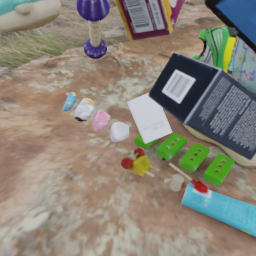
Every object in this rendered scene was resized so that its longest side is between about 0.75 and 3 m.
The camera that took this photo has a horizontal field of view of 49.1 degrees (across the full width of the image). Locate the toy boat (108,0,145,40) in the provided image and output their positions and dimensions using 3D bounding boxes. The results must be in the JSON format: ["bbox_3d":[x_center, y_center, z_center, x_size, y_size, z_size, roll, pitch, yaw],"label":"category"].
[{"bbox_3d":[0.300,-4.517,9.656,1.338,2.878,2.420,-2,25,47],"label":"toy boat"}]

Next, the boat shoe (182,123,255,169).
[{"bbox_3d":[2.689,-0.049,8.071,1.020,0.923,2.861,-30,49,-29],"label":"boat shoe"}]

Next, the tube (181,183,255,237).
[{"bbox_3d":[2.264,1.851,6.301,2.064,0.520,0.799,19,54,16],"label":"tube"}]

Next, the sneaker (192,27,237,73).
[{"bbox_3d":[1.684,-1.167,5.971,0.802,1.882,0.734,8,17,6],"label":"sneaker"}]

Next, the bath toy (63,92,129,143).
[{"bbox_3d":[-0.599,-0.162,5.374,1.348,0.498,0.586,33,49,-6],"label":"bath toy"}]

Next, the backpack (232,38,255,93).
[{"bbox_3d":[4.953,-2.266,9.439,2.114,2.493,2.809,-24,42,-31],"label":"backpack"}]

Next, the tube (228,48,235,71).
[{"bbox_3d":[4.548,-3.065,11.823,0.889,0.579,2.296,23,51,35],"label":"tube"}]

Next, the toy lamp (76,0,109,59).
[{"bbox_3d":[-0.878,-2.639,7.112,0.784,2.693,0.784,1,79,-7],"label":"toy lamp"}]

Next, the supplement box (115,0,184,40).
[{"bbox_3d":[0.700,-3.835,7.770,1.282,1.627,2.485,0,48,27],"label":"supplement box"}]

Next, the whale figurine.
[{"bbox_3d":[-3.079,-3.330,7.672,2.381,1.235,1.894,-24,17,-18],"label":"whale figurine"}]

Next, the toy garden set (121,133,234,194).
[{"bbox_3d":[1.184,0.932,7.173,2.428,0.485,2.024,26,36,25],"label":"toy garden set"}]

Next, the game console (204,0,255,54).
[{"bbox_3d":[3.335,-2.151,6.004,2.705,1.605,2.331,26,35,-30],"label":"game console"}]

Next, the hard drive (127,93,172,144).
[{"bbox_3d":[0.487,-0.241,6.353,0.674,1.022,0.136,-23,0,7],"label":"hard drive"}]

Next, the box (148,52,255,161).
[{"bbox_3d":[1.277,-0.326,4.211,1.525,0.816,1.132,25,13,-31],"label":"box"}]
